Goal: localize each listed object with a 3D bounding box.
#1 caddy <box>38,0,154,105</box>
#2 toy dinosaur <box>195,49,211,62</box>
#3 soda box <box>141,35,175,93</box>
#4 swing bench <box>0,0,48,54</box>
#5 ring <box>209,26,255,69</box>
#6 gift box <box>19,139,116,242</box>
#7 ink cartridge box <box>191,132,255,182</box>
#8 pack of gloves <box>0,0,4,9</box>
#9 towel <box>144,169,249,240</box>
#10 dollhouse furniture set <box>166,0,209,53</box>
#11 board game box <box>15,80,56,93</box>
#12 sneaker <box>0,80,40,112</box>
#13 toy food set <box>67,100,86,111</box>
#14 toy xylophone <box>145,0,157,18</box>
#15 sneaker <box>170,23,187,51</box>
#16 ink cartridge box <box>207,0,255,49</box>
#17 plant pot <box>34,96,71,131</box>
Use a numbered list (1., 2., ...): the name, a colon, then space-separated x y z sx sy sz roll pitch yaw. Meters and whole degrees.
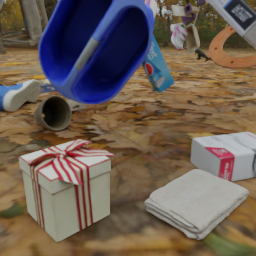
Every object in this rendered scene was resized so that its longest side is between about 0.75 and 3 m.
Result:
1. caddy: -0.522 -1.378 4.606 1.538 2.175 1.142 35 35 -9
2. toy dinosaur: 2.807 -2.729 10.585 0.277 0.515 1.169 -44 61 -6
3. soda box: 0.794 -2.031 8.839 0.598 1.763 0.566 -33 27 -5
4. swing bench: -3.253 -3.402 7.940 2.204 2.192 1.430 -5 39 -1
5. ring: 4.001 -2.816 9.295 2.572 0.247 2.572 -18 44 18
6. gift box: -0.895 0.878 4.459 1.286 1.201 1.187 15 25 40
7. ink cartridge box: 2.315 0.604 6.115 1.509 0.629 1.096 -6 20 -16
8. pack of gloves: -3.626 -2.100 6.558 0.545 2.760 2.318 23 8 -30
9. towel: 1.204 1.236 4.850 1.707 0.294 1.131 -17 27 -41
10. dollhouse furniture set: 2.032 -3.461 9.399 1.131 1.594 1.263 -12 -2 -36
11. board game box: -4.453 -2.165 14.518 1.460 0.373 2.155 15 24 37
12. sneaker: -4.764 -1.461 11.483 1.478 1.020 2.657 11 27 7
13. toy food set: -2.307 -0.810 10.751 0.900 0.379 1.254 -17 17 -39
14. toy xylophone: 0.493 -3.456 9.534 0.460 1.831 1.341 15 57 -12
15. sneaker: 1.796 -3.218 9.739 0.495 1.122 0.457 -18 -24 35
16. ink cartridge box: 2.574 -2.296 6.122 2.230 0.524 2.204 15 40 -40
17. plant pot: -2.461 -0.429 8.757 0.913 1.052 1.052 -3 11 45
